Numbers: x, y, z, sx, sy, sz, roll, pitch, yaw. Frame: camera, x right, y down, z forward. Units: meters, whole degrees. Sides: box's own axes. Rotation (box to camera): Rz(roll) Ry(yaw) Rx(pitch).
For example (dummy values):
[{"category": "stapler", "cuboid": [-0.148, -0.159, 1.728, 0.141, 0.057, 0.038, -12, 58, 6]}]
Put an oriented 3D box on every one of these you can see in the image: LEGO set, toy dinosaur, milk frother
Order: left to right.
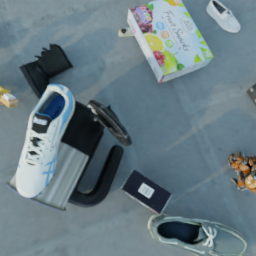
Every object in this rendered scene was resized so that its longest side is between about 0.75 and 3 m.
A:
[{"category": "LEGO set", "cuboid": [-4.728, -1.202, 8.753, 2.558, 1.177, 0.952, 33, 94, -15]}, {"category": "milk frother", "cuboid": [-1.473, 0.725, 7.214, 2.659, 2.947, 2.772, 23, 78, 4]}, {"category": "toy dinosaur", "cuboid": [3.675, 1.309, 7.630, 1.522, 1.145, 2.243, -48, 53, 15]}]

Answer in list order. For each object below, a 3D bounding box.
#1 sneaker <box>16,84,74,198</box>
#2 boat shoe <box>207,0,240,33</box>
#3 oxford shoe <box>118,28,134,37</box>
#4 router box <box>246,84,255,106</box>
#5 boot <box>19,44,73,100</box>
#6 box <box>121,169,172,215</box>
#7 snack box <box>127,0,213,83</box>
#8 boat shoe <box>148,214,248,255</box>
[{"category": "sneaker", "cuboid": [-2.058, 0.251, 6.610, 0.993, 1.002, 2.764, 13, 78, 15]}, {"category": "boat shoe", "cuboid": [3.318, -3.869, 9.617, 0.504, 0.480, 1.401, -36, 79, -8]}, {"category": "oxford shoe", "cuboid": [0.074, -3.329, 9.612, 0.834, 0.241, 0.313, -11, 73, -5]}, {"category": "router box", "cuboid": [4.852, -0.835, 8.868, 1.368, 0.454, 1.740, -28, 78, -7]}, {"category": "boot", "cuboid": [-2.475, -1.714, 9.000, 1.504, 0.679, 1.835, -33, 74, -7]}, {"category": "box", "cuboid": [0.479, 1.803, 7.867, 1.250, 1.138, 0.650, 32, 78, 8]}, {"category": "snack box", "cuboid": [1.332, -2.958, 9.207, 1.837, 0.684, 2.583, -22, 77, -14]}, {"category": "boat shoe", "cuboid": [1.957, 3.036, 7.689, 2.843, 0.878, 1.035, 14, 76, 3]}]
